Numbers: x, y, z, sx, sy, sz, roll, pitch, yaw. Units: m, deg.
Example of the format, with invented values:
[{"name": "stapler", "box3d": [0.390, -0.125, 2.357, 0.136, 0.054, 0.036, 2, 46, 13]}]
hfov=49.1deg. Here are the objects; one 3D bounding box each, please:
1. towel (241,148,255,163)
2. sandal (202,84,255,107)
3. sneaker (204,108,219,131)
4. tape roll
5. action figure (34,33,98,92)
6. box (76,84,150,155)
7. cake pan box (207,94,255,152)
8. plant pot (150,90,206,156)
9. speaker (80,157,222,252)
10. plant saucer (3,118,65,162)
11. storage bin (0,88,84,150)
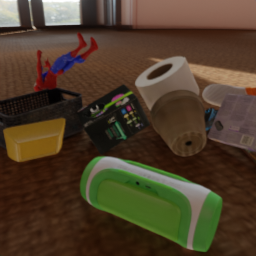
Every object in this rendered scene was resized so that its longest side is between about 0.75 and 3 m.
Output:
[{"name": "towel", "box3d": [4.470, 0.420, 7.371, 2.591, 0.281, 1.900, -15, 19, 4]}, {"name": "sandal", "box3d": [4.152, -0.881, 9.994, 2.929, 0.839, 1.122, 20, 74, 30]}, {"name": "sneaker", "box3d": [2.947, -0.415, 9.328, 1.615, 0.591, 0.662, -16, 73, -34]}, {"name": "tape roll", "box3d": [1.358, -1.435, 9.774, 1.896, 1.302, 1.896, -25, 25, 13]}, {"name": "action figure", "box3d": [-2.318, -2.237, 9.035, 2.770, 1.371, 0.904, -35, -18, 29]}, {"name": "box", "box3d": [-0.441, -0.280, 8.087, 1.669, 1.037, 1.239, -32, 32, -3]}, {"name": "cake pan box", "box3d": [3.159, -0.192, 7.773, 0.414, 1.459, 1.584, 25, -6, -34]}, {"name": "plant pot", "box3d": [1.530, -0.031, 7.901, 1.623, 1.623, 1.409, -3, 41, -7]}, {"name": "speaker", "box3d": [0.359, 1.327, 5.267, 2.538, 1.122, 1.122, 15, 29, 28]}, {"name": "plant saucer", "box3d": [-2.359, 0.404, 7.271, 1.475, 1.474, 0.357, -12, 63, -24]}, {"name": "storage bin", "box3d": [-2.764, -0.321, 8.642, 1.696, 1.176, 2.509, 19, 32, 40]}]
